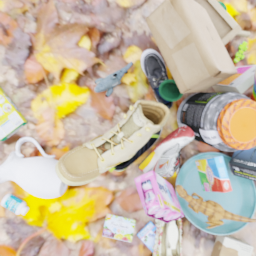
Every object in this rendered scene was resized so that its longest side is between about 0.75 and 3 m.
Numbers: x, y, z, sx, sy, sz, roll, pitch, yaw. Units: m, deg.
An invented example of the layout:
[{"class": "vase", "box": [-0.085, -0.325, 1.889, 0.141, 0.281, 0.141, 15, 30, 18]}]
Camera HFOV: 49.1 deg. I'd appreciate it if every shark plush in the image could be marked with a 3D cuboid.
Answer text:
[{"class": "shark plush", "box": [-0.471, -1.757, 10.222, 1.711, 0.712, 0.777, -27, 85, -2]}]

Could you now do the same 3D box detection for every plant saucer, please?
[{"class": "plant saucer", "box": [2.969, 2.235, 9.667, 2.786, 0.501, 2.786, 1, 66, -3]}]

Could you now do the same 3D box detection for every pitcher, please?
[{"class": "pitcher", "box": [-3.144, 1.357, 9.754, 2.235, 1.355, 1.917, 15, 65, 7]}]

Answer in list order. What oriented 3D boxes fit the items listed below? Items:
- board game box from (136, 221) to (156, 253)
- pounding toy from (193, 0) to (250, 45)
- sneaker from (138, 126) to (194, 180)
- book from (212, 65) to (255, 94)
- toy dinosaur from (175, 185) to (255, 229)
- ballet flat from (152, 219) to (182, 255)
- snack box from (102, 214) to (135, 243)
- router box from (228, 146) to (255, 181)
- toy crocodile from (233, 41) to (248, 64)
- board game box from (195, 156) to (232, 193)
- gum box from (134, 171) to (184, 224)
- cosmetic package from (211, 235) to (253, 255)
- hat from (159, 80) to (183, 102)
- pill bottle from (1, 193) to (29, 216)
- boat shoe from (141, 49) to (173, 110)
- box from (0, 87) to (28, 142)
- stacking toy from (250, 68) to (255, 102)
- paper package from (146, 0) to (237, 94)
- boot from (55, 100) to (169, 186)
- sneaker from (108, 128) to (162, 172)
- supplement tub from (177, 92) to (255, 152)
[{"class": "board game box", "box": [0.869, 3.905, 9.973, 0.701, 0.170, 0.927, -43, 86, -4]}, {"class": "pounding toy", "box": [2.711, -3.413, 9.936, 2.600, 1.848, 2.394, -41, 89, 14]}, {"class": "sneaker", "box": [1.391, 0.918, 9.123, 1.116, 2.715, 1.057, 45, 51, 10]}, {"class": "book", "box": [3.775, -1.694, 9.598, 1.212, 1.814, 0.436, -39, 102, 1]}, {"class": "toy dinosaur", "box": [2.622, 2.491, 8.176, 2.753, 1.462, 0.832, 16, 67, 15]}, {"class": "ballet flat", "box": [1.369, 4.112, 9.463, 1.096, 0.926, 2.897, -2, 85, -8]}, {"class": "snack box", "box": [-0.314, 3.368, 9.406, 1.003, 0.266, 0.713, 12, 64, 1]}, {"class": "router box", "box": [4.727, 0.949, 9.030, 1.767, 2.358, 0.733, -53, 131, -25]}, {"class": "toy crocodile", "box": [4.246, -2.853, 10.568, 0.311, 0.284, 0.921, 25, 81, 3]}, {"class": "board game box", "box": [2.446, 1.358, 8.152, 0.258, 1.282, 0.981, -11, 81, -13]}, {"class": "gum box", "box": [0.950, 2.136, 8.509, 0.647, 1.955, 1.110, -28, 56, 14]}, {"class": "cosmetic package", "box": [3.382, 4.799, 9.607, 1.084, 0.733, 2.061, 18, 85, 2]}, {"class": "hat", "box": [1.518, -1.354, 9.207, 0.907, 0.799, 0.751, 25, 127, 2]}, {"class": "pill bottle", "box": [-3.989, 2.735, 9.921, 0.893, 0.495, 0.495, 30, 85, 2]}, {"class": "boat shoe", "box": [1.057, -1.560, 9.546, 0.786, 0.745, 2.248, -20, 126, 1]}, {"class": "box", "box": [-4.789, -0.638, 10.245, 1.191, 0.491, 2.031, -38, 88, -3]}, {"class": "stacking toy", "box": [4.287, -1.153, 8.385, 1.276, 2.989, 1.276, -3, 78, 16]}, {"class": "paper package", "box": [1.912, -2.345, 8.112, 1.233, 2.272, 2.384, -29, 83, 33]}, {"class": "boot", "box": [-0.342, 0.344, 7.515, 2.979, 2.315, 1.084, -17, 68, -45]}, {"class": "sneaker", "box": [0.319, 0.602, 9.818, 0.934, 1.078, 2.604, 40, 86, 3]}, {"class": "supplement tub", "box": [2.814, -0.248, 8.787, 1.741, 2.841, 1.741, -1, 98, -11]}]
